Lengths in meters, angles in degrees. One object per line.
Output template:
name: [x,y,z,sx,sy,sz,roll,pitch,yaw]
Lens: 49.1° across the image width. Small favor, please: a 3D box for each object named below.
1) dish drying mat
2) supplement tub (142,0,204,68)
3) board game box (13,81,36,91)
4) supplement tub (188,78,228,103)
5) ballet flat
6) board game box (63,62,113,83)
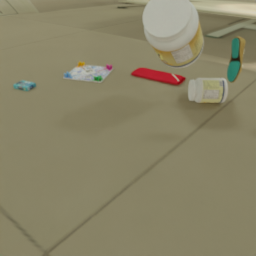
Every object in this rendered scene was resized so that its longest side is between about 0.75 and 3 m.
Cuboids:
dish drying mat: [1.558,-2.735,14.665,2.722,0.248,1.046,19,38,27]
supplement tub: [1.785,-3.704,10.874,2.032,2.032,2.814,15,-3,23]
board game box: [-5.032,-2.051,13.630,0.837,0.197,0.632,13,35,20]
supplement tub: [3.422,-1.622,12.128,1.480,1.073,1.073,1,32,2]
ballet flat: [3.729,-2.294,9.501,0.478,1.517,0.521,-7,18,-32]
board game box: [-2.118,-3.068,15.177,2.112,0.273,2.112,8,33,13]
